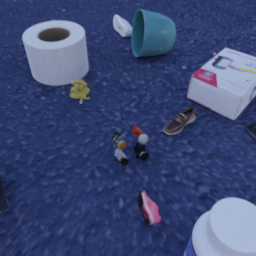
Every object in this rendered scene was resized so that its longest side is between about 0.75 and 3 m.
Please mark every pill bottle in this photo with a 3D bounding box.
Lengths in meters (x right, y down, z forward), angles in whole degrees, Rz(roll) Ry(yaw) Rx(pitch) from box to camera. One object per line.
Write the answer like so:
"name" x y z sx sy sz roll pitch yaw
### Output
"pill bottle" 1.862 2.396 5.467 1.334 2.229 1.334 0 44 0

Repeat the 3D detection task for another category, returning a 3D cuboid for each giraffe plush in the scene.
"giraffe plush" -1.852 -1.508 10.616 0.811 0.762 0.940 -12 45 -12

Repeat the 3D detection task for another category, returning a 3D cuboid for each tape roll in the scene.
"tape roll" -2.934 -3.129 11.637 2.461 1.690 2.461 0 44 0

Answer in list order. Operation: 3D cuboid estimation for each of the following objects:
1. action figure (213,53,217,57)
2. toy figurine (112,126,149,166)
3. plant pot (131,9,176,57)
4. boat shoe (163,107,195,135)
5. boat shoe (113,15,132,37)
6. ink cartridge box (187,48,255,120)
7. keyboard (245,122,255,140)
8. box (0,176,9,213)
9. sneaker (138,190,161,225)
"action figure" 4.338 -2.924 12.392 0.541 0.427 1.654 -24 46 -19
"toy figurine" 0.080 0.566 8.248 1.018 1.034 0.719 -16 37 -18
"plant pot" 1.180 -4.210 12.689 1.611 2.007 2.007 -1 43 -16
"boat shoe" 1.767 -0.281 9.503 1.466 0.528 0.529 -29 51 -27
"boat shoe" -0.238 -5.388 14.796 0.654 0.687 1.909 -4 38 -27
"ink cartridge box" 3.832 -1.775 10.616 2.002 1.161 2.712 29 53 28
"keyboard" 4.852 0.388 9.059 1.216 0.197 1.914 -18 47 -18
"box" -4.722 1.643 6.537 2.493 1.536 2.473 22 38 21
"sneaker" 0.552 2.052 7.272 0.423 0.360 0.976 -1 46 -21
